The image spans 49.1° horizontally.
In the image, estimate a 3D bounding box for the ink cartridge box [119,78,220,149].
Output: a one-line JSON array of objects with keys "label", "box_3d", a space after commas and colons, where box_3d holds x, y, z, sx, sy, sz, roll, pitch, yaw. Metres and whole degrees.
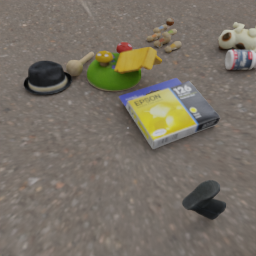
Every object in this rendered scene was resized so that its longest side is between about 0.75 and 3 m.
[{"label": "ink cartridge box", "box_3d": [1.210, -0.682, 8.677, 2.298, 0.546, 2.325, -20, 57, -17]}]

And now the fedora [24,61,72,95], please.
[{"label": "fedora", "box_3d": [-2.921, -1.902, 10.036, 1.707, 0.779, 1.707, 0, 43, 0]}]

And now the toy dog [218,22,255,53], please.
[{"label": "toy dog", "box_3d": [4.658, -3.721, 11.968, 1.557, 1.086, 1.510, 6, 79, 4]}]

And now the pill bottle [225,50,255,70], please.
[{"label": "pill bottle", "box_3d": [4.484, -2.631, 10.850, 1.233, 0.738, 0.738, 0, 43, 0]}]

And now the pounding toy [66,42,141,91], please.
[{"label": "pounding toy", "box_3d": [-0.781, -2.514, 10.314, 2.651, 1.230, 2.046, 20, 46, 17]}]

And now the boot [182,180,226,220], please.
[{"label": "boot", "box_3d": [1.766, 1.529, 5.857, 1.062, 0.875, 0.348, 32, 31, -35]}]

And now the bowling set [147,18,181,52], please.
[{"label": "bowling set", "box_3d": [1.515, -4.145, 12.237, 0.905, 1.174, 1.687, -33, 48, -28]}]

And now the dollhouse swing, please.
[{"label": "dollhouse swing", "box_3d": [0.418, -2.087, 9.545, 1.217, 1.070, 1.106, 0, 62, 36]}]
